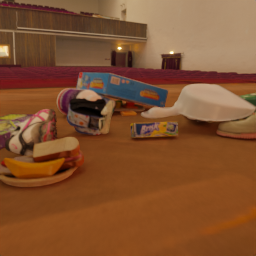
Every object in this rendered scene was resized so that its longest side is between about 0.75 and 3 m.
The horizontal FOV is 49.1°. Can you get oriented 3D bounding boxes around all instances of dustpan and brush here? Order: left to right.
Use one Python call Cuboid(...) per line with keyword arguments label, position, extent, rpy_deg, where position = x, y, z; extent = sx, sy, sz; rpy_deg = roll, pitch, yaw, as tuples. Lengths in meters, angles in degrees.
Cuboid(label="dustpan and brush", position=(1.744, -0.628, 7.831), extent=(2.866, 0.820, 2.000), rpy_deg=(1, 28, -21))

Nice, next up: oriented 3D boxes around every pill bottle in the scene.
Cuboid(label="pill bottle", position=(-1.701, -0.865, 10.011), extent=(1.021, 1.021, 1.816), rpy_deg=(-11, 16, -41))

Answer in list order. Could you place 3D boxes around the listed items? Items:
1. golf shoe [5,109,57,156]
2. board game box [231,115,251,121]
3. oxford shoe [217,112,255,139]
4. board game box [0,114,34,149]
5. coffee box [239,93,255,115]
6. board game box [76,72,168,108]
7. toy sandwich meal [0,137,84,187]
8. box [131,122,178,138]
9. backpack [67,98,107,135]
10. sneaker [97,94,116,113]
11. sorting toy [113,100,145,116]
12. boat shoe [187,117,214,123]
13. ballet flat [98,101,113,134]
Cuboid(label="golf shoe", position=(-2.139, 0.028, 6.412), extent=(1.015, 0.800, 2.203), rpy_deg=(-3, 13, -11))
Cuboid(label="board game box", position=(4.813, -0.373, 9.514), extent=(2.588, 0.304, 1.356), rpy_deg=(-2, 15, -10))
Cuboid(label="oxford shoe", position=(3.476, -0.266, 7.066), extent=(2.455, 0.906, 0.869), rpy_deg=(-8, 8, 21))
Cuboid(label="board game box", position=(-3.307, 0.018, 7.538), extent=(1.589, 0.428, 2.648), rpy_deg=(-1, 12, 15))
Cuboid(label="coffee box", position=(4.122, -0.821, 9.186), extent=(2.355, 0.518, 1.448), rpy_deg=(-14, 8, -41))
Cuboid(label="board game box", position=(-0.322, -1.626, 11.935), extent=(2.866, 0.801, 2.806), rpy_deg=(10, 4, -33))
Cuboid(label="toy sandwich meal", position=(-1.493, 0.526, 4.777), extent=(1.496, 0.512, 1.496), rpy_deg=(0, 12, 0))
Cuboid(label="box", position=(0.667, 0.043, 7.181), extent=(1.161, 0.373, 0.407), rpy_deg=(-3, -1, -10))
Cuboid(label="backpack", position=(-1.104, -0.347, 7.543), extent=(1.061, 0.858, 1.113), rpy_deg=(14, 24, -16))
Cuboid(label="sneaker", position=(-1.355, -1.069, 11.074), extent=(2.054, 0.778, 0.791), rpy_deg=(10, -13, 47))
Cuboid(label="sorting toy", position=(-0.334, -0.951, 11.861), extent=(1.665, 0.403, 2.956), rpy_deg=(-6, 14, -25))
Cuboid(label="boat shoe", position=(2.525, -0.798, 9.799), extent=(0.873, 1.054, 2.934), rpy_deg=(15, 13, 2))
Cuboid(label="ballet flat", position=(-0.509, -0.236, 6.253), extent=(0.241, 0.772, 0.260), rpy_deg=(5, 10, -28))
